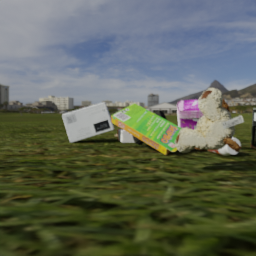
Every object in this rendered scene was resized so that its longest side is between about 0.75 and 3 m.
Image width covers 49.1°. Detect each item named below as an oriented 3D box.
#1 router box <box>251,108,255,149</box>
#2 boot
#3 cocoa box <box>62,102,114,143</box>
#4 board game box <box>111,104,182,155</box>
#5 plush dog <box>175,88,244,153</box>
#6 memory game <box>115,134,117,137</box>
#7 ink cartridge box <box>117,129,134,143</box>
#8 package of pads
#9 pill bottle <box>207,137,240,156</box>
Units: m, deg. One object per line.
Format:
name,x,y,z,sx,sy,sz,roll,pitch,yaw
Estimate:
router box,4.932,0.108,9.265,1.559,0.646,2.081,2,-24,23
boot,0.846,0.328,10.967,1.496,0.753,2.001,-29,34,23
cocoa box,-1.847,-0.265,13.196,2.071,1.381,1.359,-17,4,-3
board game box,0.811,0.012,9.826,2.725,0.408,1.302,29,42,32
plush dog,2.015,0.013,6.506,1.297,1.617,1.389,32,16,14
memory game,0.132,0.447,16.440,1.876,0.119,1.876,-1,3,0
ink cartridge box,0.075,0.365,13.381,1.015,0.589,1.376,-1,5,-9
package of pads,2.396,-0.075,10.075,1.182,1.961,0.742,-1,41,14
pill bottle,3.029,0.535,9.058,0.671,0.671,1.196,-1,4,-17
